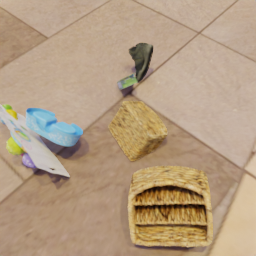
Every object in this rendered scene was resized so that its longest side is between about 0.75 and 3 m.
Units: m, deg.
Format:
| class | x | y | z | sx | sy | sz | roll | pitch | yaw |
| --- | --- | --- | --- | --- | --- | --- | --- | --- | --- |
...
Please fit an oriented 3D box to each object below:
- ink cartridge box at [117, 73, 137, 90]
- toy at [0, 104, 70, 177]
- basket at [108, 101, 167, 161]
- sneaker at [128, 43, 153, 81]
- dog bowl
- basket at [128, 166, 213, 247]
| class | x | y | z | sx | sy | sz | roll | pitch | yaw |
| --- | --- | --- | --- | --- | --- | --- | --- | --- | --- |
| ink cartridge box | -0.023 | -1.531 | 9.320 | 0.521 | 1.003 | 0.298 | -24 | 97 | -7 |
| toy | -2.922 | 0.431 | 7.787 | 0.655 | 1.597 | 2.773 | -43 | 64 | 2 |
| basket | 0.324 | 0.063 | 8.570 | 1.093 | 1.141 | 1.532 | -6 | 49 | -44 |
| sneaker | 0.356 | -2.333 | 9.753 | 0.765 | 1.336 | 0.511 | 25 | 33 | 18 |
| dog bowl | -2.108 | -0.019 | 7.825 | 1.706 | 0.423 | 0.951 | 27 | 17 | 11 |
| basket | 0.946 | 1.767 | 6.433 | 1.865 | 1.331 | 1.390 | -3 | 39 | 13 |
